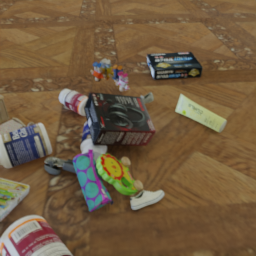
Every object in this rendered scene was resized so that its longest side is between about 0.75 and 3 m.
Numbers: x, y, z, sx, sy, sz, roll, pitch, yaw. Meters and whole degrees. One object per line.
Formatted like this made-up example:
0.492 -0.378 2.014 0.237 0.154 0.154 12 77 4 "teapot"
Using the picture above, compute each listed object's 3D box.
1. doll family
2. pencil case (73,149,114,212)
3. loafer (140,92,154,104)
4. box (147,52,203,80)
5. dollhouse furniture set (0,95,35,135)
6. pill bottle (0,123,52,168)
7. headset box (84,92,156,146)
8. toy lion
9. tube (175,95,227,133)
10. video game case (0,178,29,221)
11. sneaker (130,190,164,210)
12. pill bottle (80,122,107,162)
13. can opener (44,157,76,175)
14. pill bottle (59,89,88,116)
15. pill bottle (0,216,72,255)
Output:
-0.611 -2.182 11.590 1.824 1.132 0.822 24 60 12 "doll family"
-0.942 1.374 7.319 0.639 0.694 1.502 0 58 -47 "pencil case"
0.517 -1.062 10.804 1.056 0.368 0.369 -28 29 -26 "loafer"
2.181 -3.023 13.514 2.309 0.531 1.835 -4 38 -5 "box"
-4.150 -0.143 9.508 2.164 0.958 1.122 27 46 30 "dollhouse furniture set"
-3.360 0.600 8.465 1.859 1.033 1.033 -19 42 -21 "pill bottle"
-0.195 -0.250 8.757 2.052 0.793 1.527 2 50 -26 "headset box"
-0.295 1.234 7.473 1.179 0.422 1.230 9 44 -53 "toy lion"
2.600 -0.489 10.233 1.947 0.506 0.565 34 83 30 "tube"
-4.031 1.661 6.730 2.482 0.284 2.259 13 13 2 "video game case"
0.505 1.825 7.403 0.980 0.347 0.358 -19 9 -22 "sneaker"
-1.060 0.444 8.839 0.822 0.822 1.421 -1 42 -1 "pill bottle"
-1.737 1.210 8.210 1.543 0.516 0.411 15 19 13 "can opener"
-2.020 -1.005 10.776 1.256 0.717 0.717 27 45 29 "pill bottle"
-1.699 2.774 5.635 1.091 1.091 1.911 -29 45 -32 "pill bottle"
